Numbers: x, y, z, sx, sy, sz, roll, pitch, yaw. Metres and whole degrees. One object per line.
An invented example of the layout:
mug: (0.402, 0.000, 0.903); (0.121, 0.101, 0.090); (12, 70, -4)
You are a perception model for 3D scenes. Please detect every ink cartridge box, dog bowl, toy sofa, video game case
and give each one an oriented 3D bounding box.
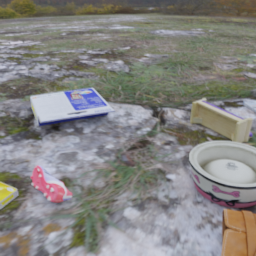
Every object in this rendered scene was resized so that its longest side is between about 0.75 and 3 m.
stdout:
ink cartridge box: (-2.342, -0.769, 11.417); (2.836, 0.674, 2.870); (-10, 31, -21)
dog bowl: (2.694, 1.204, 7.428); (2.199, 0.811, 2.199); (-1, 26, 1)
ink cartridge box: (-3.639, 1.777, 6.983); (1.208, 0.287, 1.222); (14, 29, 25)
toy sofa: (3.415, -0.306, 10.209); (1.080, 0.916, 2.213); (-18, 33, -28)
video game case: (6.009, -0.734, 11.814); (1.350, 0.168, 1.886); (-6, 28, -13)

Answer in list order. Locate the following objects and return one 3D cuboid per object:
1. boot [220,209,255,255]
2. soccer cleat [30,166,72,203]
boot: (3.120, 2.009, 5.744); (2.278, 1.085, 2.945); (7, 26, 22)
soccer cleat: (-2.070, 1.484, 7.403); (0.616, 0.537, 1.610); (19, 4, -41)
